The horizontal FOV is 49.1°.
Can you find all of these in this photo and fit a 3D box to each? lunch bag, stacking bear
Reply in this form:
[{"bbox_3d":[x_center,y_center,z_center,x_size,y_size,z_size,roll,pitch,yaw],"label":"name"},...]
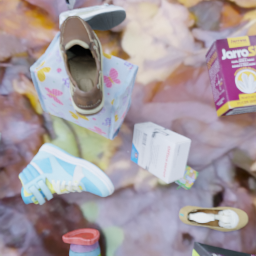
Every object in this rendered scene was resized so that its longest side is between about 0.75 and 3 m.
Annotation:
[{"bbox_3d":[-1.198,-0.967,8.212,2.450,2.889,1.837,23,62,5],"label":"lunch bag"},{"bbox_3d":[-1.271,3.937,8.184,1.022,0.957,1.683,-3,88,19],"label":"stacking bear"}]

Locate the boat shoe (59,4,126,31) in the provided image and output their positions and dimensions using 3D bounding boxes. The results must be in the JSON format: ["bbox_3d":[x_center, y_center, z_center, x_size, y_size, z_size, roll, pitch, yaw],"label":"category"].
[{"bbox_3d":[-1.235,-3.828,9.656,2.331,0.859,0.748,-12,68,6],"label":"boat shoe"}]

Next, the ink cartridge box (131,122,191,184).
[{"bbox_3d":[0.895,0.669,8.192,0.704,1.669,1.219,-9,115,-39],"label":"ink cartridge box"}]

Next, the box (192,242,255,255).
[{"bbox_3d":[3.216,4.380,7.458,2.817,2.092,1.751,11,78,2],"label":"box"}]

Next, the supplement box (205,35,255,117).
[{"bbox_3d":[3.607,-1.662,9.181,1.525,1.202,2.329,-8,78,-2],"label":"supplement box"}]

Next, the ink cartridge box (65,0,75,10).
[{"bbox_3d":[-2.006,-4.992,10.196,0.229,0.581,1.168,15,77,2],"label":"ink cartridge box"}]

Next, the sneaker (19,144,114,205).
[{"bbox_3d":[-1.920,1.707,8.084,2.774,1.103,1.811,21,52,25],"label":"sneaker"}]

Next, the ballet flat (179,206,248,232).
[{"bbox_3d":[2.658,2.788,8.522,2.157,0.680,0.740,2,78,0],"label":"ballet flat"}]

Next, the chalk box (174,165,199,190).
[{"bbox_3d":[1.796,1.644,8.861,0.487,0.490,0.787,32,81,7],"label":"chalk box"}]

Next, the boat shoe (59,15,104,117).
[{"bbox_3d":[-1.030,-1.655,6.329,1.004,1.005,2.717,-15,67,-7],"label":"boat shoe"}]
